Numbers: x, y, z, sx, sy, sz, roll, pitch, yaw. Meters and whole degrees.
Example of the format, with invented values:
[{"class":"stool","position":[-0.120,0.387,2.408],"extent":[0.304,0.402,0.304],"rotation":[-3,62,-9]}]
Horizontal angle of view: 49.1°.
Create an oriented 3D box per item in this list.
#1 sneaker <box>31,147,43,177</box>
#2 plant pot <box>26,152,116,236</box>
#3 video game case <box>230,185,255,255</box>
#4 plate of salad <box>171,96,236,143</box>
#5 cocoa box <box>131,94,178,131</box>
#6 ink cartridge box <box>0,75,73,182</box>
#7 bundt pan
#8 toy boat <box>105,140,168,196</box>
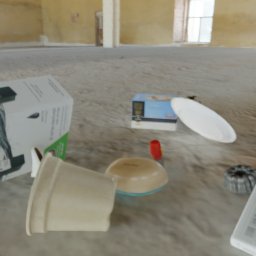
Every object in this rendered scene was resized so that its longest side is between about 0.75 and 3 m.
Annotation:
[{"class":"sneaker","position":[-2.074,0.889,6.309],"extent":[0.375,0.886,0.323],"rotation":[-21,-2,3]},{"class":"plant pot","position":[-0.917,1.243,4.922],"extent":[1.291,1.410,1.410],"rotation":[11,20,-5]},{"class":"video game case","position":[3.070,1.507,4.675],"extent":[1.962,0.252,2.159],"rotation":[15,42,35]},{"class":"plate of salad","position":[2.205,-0.278,8.180],"extent":[2.113,2.113,0.507],"rotation":[25,75,49]},{"class":"cocoa box","position":[0.970,-0.592,9.969],"extent":[1.575,1.034,1.050],"rotation":[4,21,11]},{"class":"ink cartridge box","position":[-2.847,0.118,6.326],"extent":[2.829,2.074,1.175],"rotation":[-18,49,-38]},{"class":"bundt pan","position":[2.509,1.086,6.218],"extent":[0.836,0.314,0.836],"rotation":[-15,20,6]},{"class":"toy boat","position":[0.370,0.974,6.291],"extent":[1.423,0.787,1.693],"rotation":[4,28,33]}]
